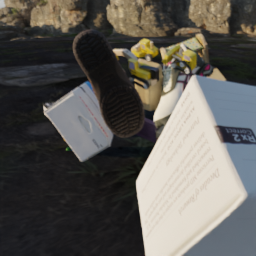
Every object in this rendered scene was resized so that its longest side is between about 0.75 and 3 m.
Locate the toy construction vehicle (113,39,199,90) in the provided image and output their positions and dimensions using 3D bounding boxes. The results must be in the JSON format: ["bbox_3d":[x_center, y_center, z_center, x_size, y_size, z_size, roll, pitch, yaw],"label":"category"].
[{"bbox_3d":[0.393,-1.125,4.464,1.171,0.412,1.019,34,58,31],"label":"toy construction vehicle"}]

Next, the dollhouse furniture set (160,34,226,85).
[{"bbox_3d":[1.643,-1.735,9.013,2.246,1.249,1.987,-21,47,4],"label":"dollhouse furniture set"}]

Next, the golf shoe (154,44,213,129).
[{"bbox_3d":[1.091,-0.984,6.620,0.920,1.050,2.383,-22,27,52],"label":"golf shoe"}]

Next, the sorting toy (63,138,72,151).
[{"bbox_3d":[-2.058,0.573,10.408,0.465,0.681,1.134,-19,49,-35],"label":"sorting toy"}]

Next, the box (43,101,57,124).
[{"bbox_3d":[-2.560,-0.689,13.242,2.202,0.598,2.749,-14,28,-29],"label":"box"}]

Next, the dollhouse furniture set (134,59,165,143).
[{"bbox_3d":[1.202,-0.833,7.332,1.831,2.311,1.640,23,52,29],"label":"dollhouse furniture set"}]

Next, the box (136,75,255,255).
[{"bbox_3d":[1.703,0.883,3.968,2.542,2.556,1.670,5,47,-16],"label":"box"}]

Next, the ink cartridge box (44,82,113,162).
[{"bbox_3d":[-1.196,-0.278,7.879,0.938,1.626,2.242,-32,12,10],"label":"ink cartridge box"}]

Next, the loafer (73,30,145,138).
[{"bbox_3d":[-0.239,-0.683,4.387,0.663,1.816,0.645,-20,27,3],"label":"loafer"}]
